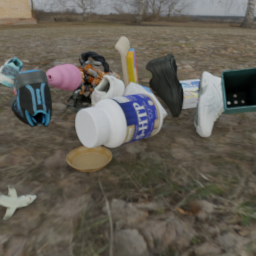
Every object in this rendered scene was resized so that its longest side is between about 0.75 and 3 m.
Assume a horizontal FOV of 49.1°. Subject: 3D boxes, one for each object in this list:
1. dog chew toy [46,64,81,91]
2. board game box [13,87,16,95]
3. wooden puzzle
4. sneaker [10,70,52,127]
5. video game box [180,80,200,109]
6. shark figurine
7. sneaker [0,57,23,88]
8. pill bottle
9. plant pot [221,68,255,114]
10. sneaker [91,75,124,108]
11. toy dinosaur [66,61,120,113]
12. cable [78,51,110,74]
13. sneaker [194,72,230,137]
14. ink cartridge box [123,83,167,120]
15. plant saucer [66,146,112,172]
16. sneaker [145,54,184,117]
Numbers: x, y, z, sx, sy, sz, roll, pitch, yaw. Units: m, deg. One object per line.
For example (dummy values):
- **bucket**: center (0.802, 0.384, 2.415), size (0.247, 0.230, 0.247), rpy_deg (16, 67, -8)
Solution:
- **dog chew toy**: center (-1.998, -1.530, 8.519), size (0.835, 0.835, 1.341), rpy_deg (9, 12, 19)
- **board game box**: center (-4.453, -1.223, 11.970), size (0.441, 1.545, 1.578), rpy_deg (-16, 29, -29)
- **wooden puzzle**: center (0.119, -2.208, 11.696), size (0.536, 2.881, 2.665), rpy_deg (-9, 25, 9)
- **sneaker**: center (-2.719, -0.465, 7.864), size (1.054, 1.180, 2.880), rpy_deg (-12, -13, -20)
- **video game box**: center (3.230, -1.786, 14.273), size (2.400, 0.617, 2.634), rpy_deg (-11, 27, -16)
- **shark figurine**: center (-3.142, 1.674, 6.926), size (0.601, 1.440, 0.860), rpy_deg (-28, 27, 57)
- **sneaker**: center (-3.961, -2.034, 9.767), size (0.786, 0.874, 2.024), rpy_deg (31, 12, -27)
- **pill bottle**: center (-0.238, -0.185, 7.621), size (2.193, 1.313, 1.313), rpy_deg (-15, 29, -39)
- **plant pot**: center (3.545, -1.004, 8.874), size (1.172, 1.173, 1.660), rpy_deg (-5, -12, 12)
- **sneaker**: center (-1.047, -0.769, 9.725), size (0.876, 2.339, 1.165), rpy_deg (25, 0, 28)
- **toy dinosaur**: center (-1.749, -1.674, 10.654), size (2.774, 1.883, 1.417), rpy_deg (15, 30, 14)
- **cable**: center (-1.197, -2.376, 11.151), size (1.316, 1.614, 0.410), rpy_deg (-5, 41, 46)
- **sneaker**: center (3.352, -0.916, 10.749), size (1.434, 1.124, 2.886), rpy_deg (11, 63, 8)
- **ink cartridge box**: center (0.586, -0.854, 10.031), size (1.041, 0.610, 1.441), rpy_deg (10, 41, -45)
- **plant saucer**: center (-1.211, 1.000, 8.805), size (1.419, 0.251, 1.419), rpy_deg (0, 25, 0)
- **sneaker**: center (1.559, -1.686, 11.655), size (1.270, 2.798, 1.062), rpy_deg (-5, 31, 25)
